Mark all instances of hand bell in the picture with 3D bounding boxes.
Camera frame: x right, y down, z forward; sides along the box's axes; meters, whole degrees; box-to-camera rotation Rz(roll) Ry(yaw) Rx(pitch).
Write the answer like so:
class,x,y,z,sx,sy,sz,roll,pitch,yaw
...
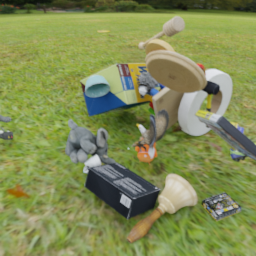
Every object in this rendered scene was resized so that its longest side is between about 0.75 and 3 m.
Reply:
class,x,y,z,sx,sy,sz,roll,pitch,yaw
hand bell,0.741,2.172,7.061,1.992,1.037,1.037,-36,44,-29

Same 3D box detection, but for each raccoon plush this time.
class,x,y,z,sx,sy,sz,roll,pitch,yaw
raccoon plush,1.000,-1.687,10.020,1.038,0.750,1.549,-29,31,24

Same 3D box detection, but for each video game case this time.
class,x,y,z,sx,sy,sz,roll,pitch,yaw
video game case,2.675,0.222,7.264,1.786,0.228,1.614,39,4,-10

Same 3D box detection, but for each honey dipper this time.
class,x,y,z,sx,sy,sz,roll,pitch,yaw
honey dipper,1.212,-3.767,11.514,0.567,0.567,2.987,-14,6,-24

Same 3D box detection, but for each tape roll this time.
class,x,y,z,sx,sy,sz,roll,pitch,yaw
tape roll,2.925,-0.903,10.555,2.595,2.595,0.474,-21,40,-33

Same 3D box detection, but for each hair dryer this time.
class,x,y,z,sx,sy,sz,roll,pitch,yaw
hair dryer,-5.475,0.566,10.247,2.259,0.614,1.721,-18,17,-39

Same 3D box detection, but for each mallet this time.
class,x,y,z,sx,sy,sz,roll,pitch,yaw
mallet,2.575,-0.764,9.194,0.369,1.795,0.591,-33,51,-25

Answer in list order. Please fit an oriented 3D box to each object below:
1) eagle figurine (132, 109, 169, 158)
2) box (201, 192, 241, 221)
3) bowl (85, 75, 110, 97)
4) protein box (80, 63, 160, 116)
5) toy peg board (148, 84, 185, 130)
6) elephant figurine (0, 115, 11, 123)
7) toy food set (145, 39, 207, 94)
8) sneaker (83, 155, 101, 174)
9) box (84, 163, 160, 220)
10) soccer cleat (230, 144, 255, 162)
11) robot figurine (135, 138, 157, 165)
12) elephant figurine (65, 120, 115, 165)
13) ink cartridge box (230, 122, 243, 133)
class,x,y,z,sx,sy,sz,roll,pitch,yaw
eagle figurine,0.690,0.154,8.396,1.006,1.333,1.011,25,37,-33
box,2.516,2.116,7.580,0.819,0.202,0.654,-13,33,-22
bowl,-1.147,-1.554,10.131,0.936,0.936,0.489,-9,68,-16
protein box,-0.257,-1.558,11.492,2.266,1.540,2.282,-13,1,43
toy peg board,1.613,-1.251,10.672,2.124,2.116,1.039,-38,56,-13
elephant figurine,-4.055,-0.376,7.875,1.103,0.780,0.855,21,53,33
toy food set,1.340,-1.641,8.046,1.945,1.926,0.473,24,75,13
sneaker,-1.064,1.254,8.221,0.507,1.145,0.431,-23,49,-19
box,-0.176,1.629,7.597,1.673,0.660,1.181,27,21,36
soccer cleat,3.658,0.622,8.416,0.394,1.220,0.510,22,49,-49
robot figurine,0.626,0.733,9.414,0.571,0.704,0.979,-2,63,23
elephant figurine,-1.045,0.520,8.382,1.097,1.202,1.550,31,19,33
ink cartridge box,4.191,0.049,11.336,0.910,0.214,0.900,9,30,20
